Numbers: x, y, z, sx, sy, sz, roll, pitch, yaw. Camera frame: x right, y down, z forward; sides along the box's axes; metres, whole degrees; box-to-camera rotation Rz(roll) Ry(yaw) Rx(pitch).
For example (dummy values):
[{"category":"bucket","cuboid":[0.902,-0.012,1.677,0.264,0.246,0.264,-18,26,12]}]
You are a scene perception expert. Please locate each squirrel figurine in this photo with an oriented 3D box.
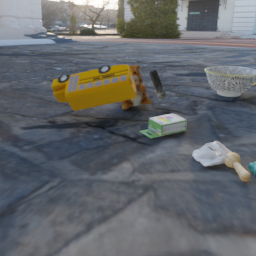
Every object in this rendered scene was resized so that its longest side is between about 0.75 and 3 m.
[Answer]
[{"category":"squirrel figurine","cuboid":[0.129,-1.543,10.018,1.057,1.394,1.493,-12,18,-4]}]

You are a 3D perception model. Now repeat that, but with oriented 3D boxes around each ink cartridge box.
[{"category":"ink cartridge box","cuboid":[0.978,-0.072,7.840,1.197,0.355,0.621,-12,24,-27]}]

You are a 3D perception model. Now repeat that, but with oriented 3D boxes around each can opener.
[{"category":"can opener","cuboid":[1.018,-1.498,9.875,0.287,1.078,0.360,-20,-2,-9]}]

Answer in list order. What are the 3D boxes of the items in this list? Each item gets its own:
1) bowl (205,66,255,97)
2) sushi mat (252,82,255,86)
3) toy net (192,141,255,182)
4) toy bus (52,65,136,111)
[{"category":"bowl","cuboid":[4.225,-1.884,11.554,2.145,1.006,2.145,-1,22,0]},{"category":"sushi mat","cuboid":[5.538,-2.212,13.662,1.302,0.079,0.623,15,26,32]},{"category":"toy net","cuboid":[2.624,0.648,5.803,2.604,0.503,1.366,18,28,39]},{"category":"toy bus","cuboid":[-1.097,-1.242,8.871,2.603,0.847,1.019,-10,52,11]}]
